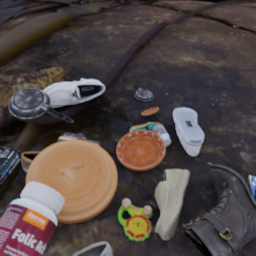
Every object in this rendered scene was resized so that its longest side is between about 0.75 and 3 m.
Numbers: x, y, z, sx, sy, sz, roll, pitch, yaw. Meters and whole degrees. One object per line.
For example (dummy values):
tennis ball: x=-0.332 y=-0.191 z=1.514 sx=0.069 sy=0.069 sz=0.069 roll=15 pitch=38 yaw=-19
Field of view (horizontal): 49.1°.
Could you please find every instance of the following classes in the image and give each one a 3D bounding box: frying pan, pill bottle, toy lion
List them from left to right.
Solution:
pill bottle: x=-2.599 y=2.619 z=6.941 sx=1.324 sy=1.324 sz=2.319 roll=13 pitch=55 yaw=15
frying pan: x=-3.600 y=-0.724 z=11.010 sx=1.639 sy=0.441 sz=2.709 roll=-34 pitch=60 yaw=-28
toy lion: x=0.183 y=2.685 z=8.059 sx=1.073 sy=0.369 sz=1.029 roll=15 pitch=51 yaw=17
frying pan: x=0.732 y=-1.726 z=13.272 sx=0.899 sy=0.242 sz=1.487 roll=4 pitch=40 yaw=-4
pill bottle: x=1.284 y=0.306 z=10.682 sx=0.471 sy=0.471 sz=0.814 roll=-12 pitch=41 yaw=-13

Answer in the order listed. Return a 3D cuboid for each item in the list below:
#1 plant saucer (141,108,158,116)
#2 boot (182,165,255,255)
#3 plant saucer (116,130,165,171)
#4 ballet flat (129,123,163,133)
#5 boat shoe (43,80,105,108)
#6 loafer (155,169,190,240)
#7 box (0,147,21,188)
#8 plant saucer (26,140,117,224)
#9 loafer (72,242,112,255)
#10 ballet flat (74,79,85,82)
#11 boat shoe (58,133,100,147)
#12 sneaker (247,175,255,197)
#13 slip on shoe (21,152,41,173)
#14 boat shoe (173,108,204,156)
plant saucer: x=0.925 y=-0.667 z=11.806 sx=0.760 sy=0.123 sz=0.760 roll=-20 pitch=14 yaw=5
boot: x=2.505 y=2.374 z=7.915 sx=2.357 sy=0.937 sz=2.708 roll=-19 pitch=46 yaw=-22
plant saucer: x=0.458 y=0.818 z=10.081 sx=1.760 sy=0.284 sz=1.760 roll=-5 pitch=46 yaw=5
ballet flat: x=0.702 y=0.016 z=11.072 sx=1.379 sy=0.487 sz=0.487 roll=-13 pitch=42 yaw=-14
boat shoe: x=-2.402 y=-1.551 z=12.252 sx=2.881 sy=1.060 sz=0.942 roll=-23 pitch=23 yaw=-23
loafer: x=1.176 y=2.143 z=8.248 sx=0.871 sy=0.965 sz=2.550 roll=12 pitch=33 yaw=16
box: x=-4.864 y=1.461 z=9.315 sx=1.682 sy=0.487 sz=2.116 roll=9 pitch=41 yaw=10
plant saucer: x=-1.746 y=1.528 z=8.804 sx=2.834 sy=0.457 sz=2.834 roll=4 pitch=52 yaw=-5
loafer: x=-1.358 y=3.443 z=6.801 sx=2.115 sy=0.738 sz=0.740 roll=-25 pitch=45 yaw=-26
ballet flat: x=-2.287 y=-1.948 z=13.170 sx=1.977 sy=0.699 sz=0.699 roll=-27 pitch=47 yaw=-28
boat shoe: x=-1.769 y=0.474 z=10.321 sx=1.679 sy=0.604 sz=0.544 roll=7 pitch=53 yaw=20
sneaker: x=4.029 y=1.876 z=8.975 sx=0.350 sy=0.315 sz=0.851 roll=13 pitch=43 yaw=12
slip on shoe: x=-2.549 y=1.178 z=9.511 sx=2.196 sy=0.665 sz=0.835 roll=6 pitch=41 yaw=7
boat shoe: x=2.201 y=0.080 z=10.666 sx=0.976 sy=0.867 sz=2.653 roll=3 pitch=30 yaw=3
